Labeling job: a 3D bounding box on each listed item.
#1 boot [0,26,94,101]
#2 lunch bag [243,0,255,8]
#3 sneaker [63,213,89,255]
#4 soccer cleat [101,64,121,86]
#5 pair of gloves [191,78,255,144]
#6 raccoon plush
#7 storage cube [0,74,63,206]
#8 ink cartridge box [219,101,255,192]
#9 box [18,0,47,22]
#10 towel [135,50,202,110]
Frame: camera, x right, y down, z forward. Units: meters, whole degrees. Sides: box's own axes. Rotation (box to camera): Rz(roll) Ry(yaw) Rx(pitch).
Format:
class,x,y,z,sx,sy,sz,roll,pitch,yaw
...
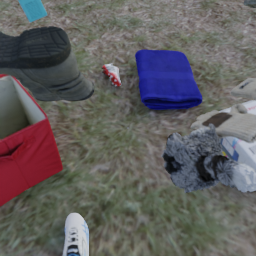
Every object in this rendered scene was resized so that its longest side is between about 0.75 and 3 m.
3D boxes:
class,x,y,z,sx,sy,sz,roll,pitch,yaw
boot,-2.169,-1.070,5.626,2.742,1.791,0.928,4,65,10
lunch bag,3.985,-3.867,7.691,0.743,1.036,1.263,-10,23,-43
sneaker,-1.184,2.657,6.322,0.588,0.593,1.637,-7,48,-5
soccer cleat,-0.515,-2.014,10.451,0.541,0.436,1.269,-27,50,-17
pair of gloves,2.074,-0.320,4.715,1.845,0.323,1.569,-36,18,-17
raccoon plush,1.224,0.440,3.719,1.048,0.756,1.563,-17,25,-29
storage cube,-3.264,0.347,7.227,2.115,2.224,2.474,-31,57,-24
ink cartridge box,3.580,0.426,7.970,1.641,0.988,2.259,-17,53,-15
box,-3.077,-4.214,7.769,0.568,2.310,0.951,-27,35,-7
towel,1.344,-1.774,10.140,2.070,0.695,2.803,1,49,-8
